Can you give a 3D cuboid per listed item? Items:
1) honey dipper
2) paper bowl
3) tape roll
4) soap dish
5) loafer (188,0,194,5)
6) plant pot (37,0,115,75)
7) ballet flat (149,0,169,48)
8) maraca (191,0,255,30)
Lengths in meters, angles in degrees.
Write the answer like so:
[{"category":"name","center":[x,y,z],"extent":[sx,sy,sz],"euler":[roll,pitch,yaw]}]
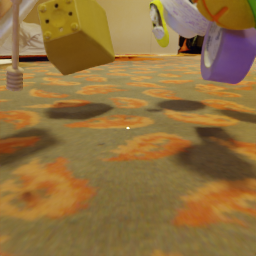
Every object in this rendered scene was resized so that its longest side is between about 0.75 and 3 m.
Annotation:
[{"category":"honey dipper","center":[-1.480,-1.100,3.704],"extent":[0.240,1.261,0.240],"euler":[12,29,-7]},{"category":"paper bowl","center":[1.957,-3.908,9.642],"extent":[2.010,1.045,2.010],"euler":[26,36,-20]},{"category":"tape roll","center":[2.288,-1.916,6.457],"extent":[0.733,1.724,1.724],"euler":[9,18,-3]},{"category":"soap dish","center":[-2.585,-2.481,5.706],"extent":[0.877,2.159,1.699],"euler":[38,-24,-27]},{"category":"loafer","center":[2.059,-4.693,9.406],"extent":[0.358,1.056,0.371],"euler":[-18,25,18]},{"category":"plant pot","center":[-1.794,-3.078,8.927],"extent":[1.990,1.977,2.036],"euler":[-13,-6,12]},{"category":"ballet flat","center":[0.932,-3.289,8.902],"extent":[0.492,1.473,0.494],"euler":[-2,15,37]},{"category":"maraca","center":[1.844,-2.336,4.680],"extent":[1.420,2.654,1.820],"euler":[-33,-29,24]}]
